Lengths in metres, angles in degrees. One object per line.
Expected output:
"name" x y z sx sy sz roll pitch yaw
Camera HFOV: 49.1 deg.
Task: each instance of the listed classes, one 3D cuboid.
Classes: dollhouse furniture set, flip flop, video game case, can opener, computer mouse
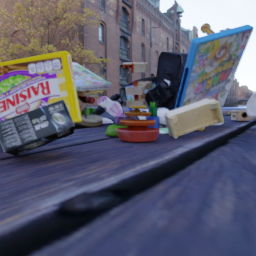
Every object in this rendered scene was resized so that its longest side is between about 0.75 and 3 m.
"dollhouse furniture set" 0.270 -1.460 9.604 0.798 1.532 1.549 3 17 16
"flip flop" -1.934 -0.588 8.987 1.207 0.857 2.976 8 -4 43
"video game case" 2.295 -1.352 7.914 2.025 2.830 0.252 -22 51 -25
"video game case" -2.230 -1.987 10.632 2.225 0.270 2.444 -12 37 -43
"can opener" -0.862 -0.914 11.356 1.375 0.436 0.541 -31 39 1
"computer mouse" 1.286 -0.982 8.933 0.400 1.219 1.736 -30 -9 -34

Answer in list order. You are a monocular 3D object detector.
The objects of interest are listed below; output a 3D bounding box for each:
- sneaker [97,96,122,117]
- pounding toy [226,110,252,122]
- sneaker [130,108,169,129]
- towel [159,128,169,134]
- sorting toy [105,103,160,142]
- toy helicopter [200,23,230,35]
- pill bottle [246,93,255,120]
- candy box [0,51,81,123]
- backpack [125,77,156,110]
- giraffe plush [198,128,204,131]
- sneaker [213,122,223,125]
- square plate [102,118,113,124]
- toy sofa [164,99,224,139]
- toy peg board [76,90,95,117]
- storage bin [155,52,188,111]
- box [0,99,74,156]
"sneaker" -0.511 -0.616 8.982 1.068 0.430 0.472 37 -11 39
"pounding toy" 4.571 -0.494 11.655 1.038 0.475 0.912 0 5 0
"sneaker" 0.526 -0.266 8.620 1.052 0.645 1.616 -13 19 -27
"towel" 0.804 0.091 7.378 0.860 0.101 0.656 -1 6 -11
"sorting toy" 0.168 -0.180 6.438 1.173 0.801 1.951 -1 5 -17
"toy helicopter" 2.744 -2.871 8.728 0.937 1.416 0.559 -42 -39 23
"pill bottle" 4.333 -0.470 8.265 1.454 0.831 0.831 17 1 -16
"candy box" -2.194 -0.522 5.083 2.532 1.294 0.334 -10 3 4
"backpack" 1.246 -1.203 11.538 2.539 1.866 2.324 -7 7 -7
"giraffe plush" 1.770 -0.210 7.910 0.660 0.703 0.814 -13 -3 -5
"sneaker" 2.972 -0.320 9.999 1.036 0.438 0.388 -2 5 -24
"square plate" -1.430 -0.297 11.051 1.345 0.193 1.358 -1 5 -25
"toy sofa" 1.480 -0.231 6.422 1.237 0.512 0.603 -19 15 -4
"toy peg board" -2.380 -1.518 12.378 1.189 2.421 2.431 7 8 31
"storage bin" 1.715 -1.319 9.463 1.089 2.324 1.571 -2 19 -20
"box" -1.292 0.018 4.027 0.955 0.411 0.782 -22 -4 -15
